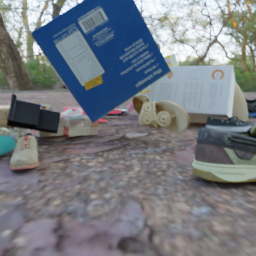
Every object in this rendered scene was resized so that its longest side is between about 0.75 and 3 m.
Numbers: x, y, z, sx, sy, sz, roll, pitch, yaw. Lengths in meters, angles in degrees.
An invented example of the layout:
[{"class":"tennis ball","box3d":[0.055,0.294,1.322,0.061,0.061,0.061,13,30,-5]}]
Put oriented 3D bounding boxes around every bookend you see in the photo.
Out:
[{"class":"bookend","box3d":[-2.182,-0.282,6.687,1.261,0.584,1.269,11,-10,-22]}]

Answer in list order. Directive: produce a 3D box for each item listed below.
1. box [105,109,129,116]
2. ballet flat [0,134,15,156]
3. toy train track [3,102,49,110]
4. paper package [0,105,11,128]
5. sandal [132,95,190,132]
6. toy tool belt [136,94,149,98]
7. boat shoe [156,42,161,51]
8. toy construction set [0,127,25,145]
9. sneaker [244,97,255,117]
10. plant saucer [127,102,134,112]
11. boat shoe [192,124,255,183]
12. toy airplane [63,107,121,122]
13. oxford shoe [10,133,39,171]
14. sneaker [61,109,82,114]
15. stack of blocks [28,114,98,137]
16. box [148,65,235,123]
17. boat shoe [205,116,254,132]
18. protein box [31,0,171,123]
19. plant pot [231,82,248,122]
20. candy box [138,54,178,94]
[{"class":"box","box3d":[-0.665,-0.759,13.599,1.306,0.246,0.892,2,9,10]},{"class":"ballet flat","box3d":[-3.064,0.445,5.668,0.568,0.512,1.509,-6,8,31]},{"class":"toy train track","box3d":[-5.312,-1.039,14.925,1.706,0.484,2.975,-3,1,25]},{"class":"paper package","box3d":[-4.609,-0.436,10.197,1.384,0.716,1.319,-7,12,-34]},{"class":"sandal","box3d":[0.562,-0.286,7.363,0.785,0.875,2.387,-25,26,-20]},{"class":"toy tool belt","box3d":[1.030,-1.022,12.765,1.037,1.054,1.687,0,-10,25]},{"class":"boat shoe","box3d":[0.474,-2.222,10.329,2.584,0.932,0.916,-49,38,-15]},{"class":"toy construction set","box3d":[-3.201,0.180,6.542,0.973,0.683,1.483,-22,-12,32]},{"class":"sneaker","box3d":[6.239,-1.007,12.357,2.744,1.137,0.973,4,12,26]},{"class":"plant saucer","box3d":[0.209,-1.001,11.694,0.193,0.761,0.761,41,5,-8]},{"class":"boat shoe","box3d":[2.423,0.328,4.795,2.879,0.946,1.029,-3,10,-19]},{"class":"toy airplane","box3d":[-1.451,-0.561,11.726,2.524,0.464,2.524,3,9,-1]},{"class":"oxford shoe","box3d":[-2.001,0.436,5.380,0.516,0.548,1.465,-3,10,-19]},{"class":"sneaker","box3d":[-2.456,-0.519,11.371,1.275,0.517,0.479,0,11,7]},{"class":"stack of blocks","box3d":[-1.889,-0.088,8.232,1.775,0.520,1.022,-3,11,-42]},{"class":"box","box3d":[2.379,-1.218,10.520,2.896,1.801,1.411,5,-11,26]},{"class":"boat shoe","box3d":[3.378,-0.140,9.173,1.616,0.458,0.555,1,9,5]},{"class":"protein box","box3d":[-0.755,-2.033,7.779,2.619,2.638,1.780,-35,19,-6]},{"class":"plant pot","box3d":[3.792,-1.267,12.063,2.628,1.765,2.628,-1,10,0]},{"class":"candy box","box3d":[1.035,-2.325,12.549,2.504,1.280,0.331,-14,5,16]}]
